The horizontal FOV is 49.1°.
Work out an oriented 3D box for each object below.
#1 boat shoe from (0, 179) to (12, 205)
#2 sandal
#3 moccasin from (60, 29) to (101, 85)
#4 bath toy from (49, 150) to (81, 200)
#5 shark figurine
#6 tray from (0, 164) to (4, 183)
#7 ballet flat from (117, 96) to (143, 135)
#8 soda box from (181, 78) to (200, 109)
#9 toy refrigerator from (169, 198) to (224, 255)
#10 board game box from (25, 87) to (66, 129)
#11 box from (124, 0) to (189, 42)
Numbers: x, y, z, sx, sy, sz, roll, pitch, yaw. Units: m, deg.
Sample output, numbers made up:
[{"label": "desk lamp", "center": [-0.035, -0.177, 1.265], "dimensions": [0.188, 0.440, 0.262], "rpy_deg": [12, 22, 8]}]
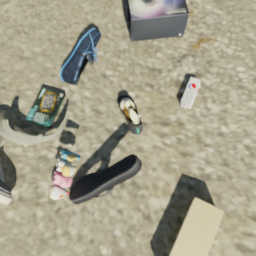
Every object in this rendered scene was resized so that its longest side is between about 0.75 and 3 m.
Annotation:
[{"label": "boat shoe", "center": [-4.616, 1.053, 8.956], "dimensions": [2.994, 1.118, 1.388], "rpy_deg": [36, 74, 4]}, {"label": "sandal", "center": [-0.728, 1.751, 8.686], "dimensions": [2.733, 0.585, 1.039], "rpy_deg": [-27, 29, 20]}, {"label": "moccasin", "center": [-1.645, -2.660, 10.825], "dimensions": [0.826, 0.975, 2.422], "rpy_deg": [30, 86, 13]}, {"label": "bath toy", "center": [-1.971, 1.531, 8.661], "dimensions": [0.616, 0.725, 1.668], "rpy_deg": [13, 110, -23]}, {"label": "shark figurine", "center": [-3.573, 0.033, 9.421], "dimensions": [2.878, 1.201, 1.720], "rpy_deg": [11, 55, 9]}, {"label": "tray", "center": [-4.779, 1.343, 9.602], "dimensions": [0.848, 0.175, 1.580], "rpy_deg": [-19, 70, -9]}, {"label": "ballet flat", "center": [0.075, -0.599, 9.946], "dimensions": [0.659, 0.659, 1.804], "rpy_deg": [-18, 60, -7]}, {"label": "soda box", "center": [2.336, -1.297, 10.476], "dimensions": [0.395, 0.369, 1.159], "rpy_deg": [18, 70, 19]}, {"label": "toy refrigerator", "center": [1.909, 3.511, 8.428], "dimensions": [0.960, 0.885, 2.529], "rpy_deg": [23, 70, 16]}, {"label": "board game box", "center": [-3.039, -0.766, 10.366], "dimensions": [0.968, 0.201, 1.431], "rpy_deg": [18, 72, 7]}, {"label": "box", "center": [1.081, -4.904, 11.342], "dimensions": [2.265, 1.396, 2.246], "rpy_deg": [-7, 71, -3]}]
